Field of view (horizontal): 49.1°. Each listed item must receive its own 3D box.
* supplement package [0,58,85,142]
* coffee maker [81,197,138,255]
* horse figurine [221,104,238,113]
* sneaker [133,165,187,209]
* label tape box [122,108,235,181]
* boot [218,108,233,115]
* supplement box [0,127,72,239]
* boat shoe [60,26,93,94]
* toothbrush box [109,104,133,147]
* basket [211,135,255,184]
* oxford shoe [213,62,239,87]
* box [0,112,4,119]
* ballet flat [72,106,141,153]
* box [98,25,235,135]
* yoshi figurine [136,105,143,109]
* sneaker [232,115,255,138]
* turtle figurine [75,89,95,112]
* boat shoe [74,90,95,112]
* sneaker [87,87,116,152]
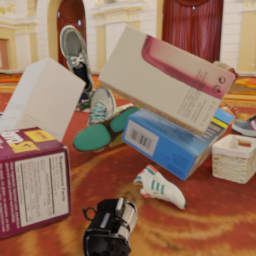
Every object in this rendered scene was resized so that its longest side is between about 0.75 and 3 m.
[{"bbox_3d":[-2.293,-0.518,7.354,1.271,2.173,1.275,0,-26,47],"label":"supplement package"},{"bbox_3d":[-0.350,1.544,4.187,0.920,0.645,0.958,-21,8,14],"label":"coffee maker"},{"bbox_3d":[5.348,-0.998,15.077,0.798,0.301,1.205,-7,21,-4],"label":"horse figurine"},{"bbox_3d":[0.600,1.280,5.553,0.590,0.444,1.261,-37,45,-14],"label":"sneaker"},{"bbox_3d":[1.454,0.025,7.634,1.963,0.862,2.723,32,37,24],"label":"label tape box"},{"bbox_3d":[3.272,-0.584,12.533,2.059,1.012,2.875,12,3,-6],"label":"boot"},{"bbox_3d":[-2.545,0.946,4.769,2.668,1.377,1.747,-9,16,-33],"label":"supplement box"},{"bbox_3d":[-1.392,-1.885,8.027,0.720,1.979,0.611,-22,35,-18],"label":"boat shoe"},{"bbox_3d":[-0.214,-0.113,9.273,1.424,0.613,1.037,-18,57,-35],"label":"toothbrush box"},{"bbox_3d":[2.664,0.732,6.873,0.889,0.809,1.311,10,16,37],"label":"basket"},{"bbox_3d":[2.679,-1.483,7.736,0.521,0.500,1.413,48,9,25],"label":"oxford shoe"},{"bbox_3d":[-4.637,-0.496,12.637,2.037,0.500,1.642,6,16,24],"label":"box"},{"bbox_3d":[-0.564,0.060,7.800,2.138,0.725,0.805,-30,4,-14],"label":"ballet flat"},{"bbox_3d":[0.808,-0.953,6.131,2.401,1.308,1.535,28,2,8],"label":"box"},{"bbox_3d":[0.195,-0.684,10.829,2.153,1.205,1.210,-27,47,-27],"label":"yoshi figurine"},{"bbox_3d":[4.904,-0.464,9.921,1.152,1.664,2.755,-7,12,-30],"label":"sneaker"},{"bbox_3d":[-1.157,-0.842,9.203,1.170,0.589,0.876,-14,-32,14],"label":"turtle figurine"},{"bbox_3d":[-2.878,-1.647,15.822,2.657,1.232,0.992,8,16,28],"label":"boat shoe"},{"bbox_3d":[-0.826,-0.244,8.246,0.773,1.993,0.860,6,1,5],"label":"sneaker"}]
